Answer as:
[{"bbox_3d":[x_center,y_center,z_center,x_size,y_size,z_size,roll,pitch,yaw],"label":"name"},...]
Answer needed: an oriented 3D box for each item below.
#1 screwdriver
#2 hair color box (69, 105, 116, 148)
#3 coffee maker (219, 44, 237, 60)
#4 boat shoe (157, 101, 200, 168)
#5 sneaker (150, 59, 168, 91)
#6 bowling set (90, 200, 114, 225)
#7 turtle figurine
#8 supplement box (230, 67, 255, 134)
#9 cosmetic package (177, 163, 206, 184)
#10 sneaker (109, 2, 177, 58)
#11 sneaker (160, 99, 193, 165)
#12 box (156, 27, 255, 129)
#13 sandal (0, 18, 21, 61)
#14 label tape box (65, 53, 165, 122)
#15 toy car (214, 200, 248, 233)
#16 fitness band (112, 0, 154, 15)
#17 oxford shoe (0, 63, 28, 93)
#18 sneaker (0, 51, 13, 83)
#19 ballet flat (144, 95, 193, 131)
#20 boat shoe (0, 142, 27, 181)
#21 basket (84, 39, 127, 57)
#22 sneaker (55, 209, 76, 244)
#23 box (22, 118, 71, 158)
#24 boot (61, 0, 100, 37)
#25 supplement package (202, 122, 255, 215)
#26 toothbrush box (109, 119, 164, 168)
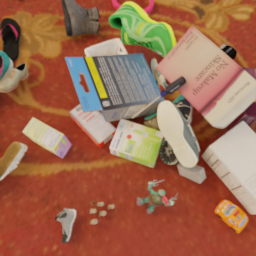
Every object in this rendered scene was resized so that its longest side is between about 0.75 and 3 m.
[{"bbox_3d":[0.772,-0.794,7.728,1.933,0.281,0.270,-34,62,25],"label":"screwdriver"},{"bbox_3d":[-1.118,-0.142,8.984,0.745,0.449,1.467,-40,74,-16],"label":"hair color box"},{"bbox_3d":[3.375,-2.395,9.980,0.958,0.645,0.920,-37,93,-14],"label":"coffee maker"},{"bbox_3d":[1.402,0.107,7.610,0.611,0.720,1.979,-40,108,-45],"label":"boat shoe"},{"bbox_3d":[1.123,-1.845,9.702,0.590,0.444,1.261,-9,70,12],"label":"sneaker"},{"bbox_3d":[-0.846,2.260,7.883,0.834,0.447,0.580,-33,87,-25],"label":"bowling set"},{"bbox_3d":[0.761,1.902,7.688,0.876,1.170,0.589,52,38,13],"label":"turtle figurine"},{"bbox_3d":[4.651,-0.783,8.769,2.668,1.377,1.747,3,68,2],"label":"supplement box"},{"bbox_3d":[1.826,1.261,8.098,0.347,0.411,0.769,-40,38,-27],"label":"cosmetic package"},{"bbox_3d":[0.452,-2.954,9.036,1.248,1.107,2.988,-36,57,-12],"label":"sneaker"},{"bbox_3d":[1.529,0.130,8.487,0.773,0.860,1.993,17,91,38],"label":"sneaker"},{"bbox_3d":[2.239,-1.349,7.782,1.535,1.308,2.401,-48,66,20],"label":"box"},{"bbox_3d":[-4.425,-3.413,10.451,0.740,0.444,1.972,-13,67,-3],"label":"sandal"},{"bbox_3d":[-0.482,-1.270,8.794,2.723,0.862,1.963,-10,67,-27],"label":"label tape box"},{"bbox_3d":[3.454,2.171,7.875,1.900,0.632,0.932,-26,69,-10],"label":"toy car"},{"bbox_3d":[0.188,-5.074,11.298,1.707,0.319,1.226,20,70,10],"label":"fitness band"},{"bbox_3d":[-3.845,-1.693,9.287,0.500,0.521,1.413,21,44,3],"label":"oxford shoe"},{"bbox_3d":[-4.779,-1.557,8.924,1.152,1.664,2.755,13,69,10],"label":"sneaker"},{"bbox_3d":[1.517,-0.513,9.053,2.138,0.725,0.805,-35,102,-4],"label":"ballet flat"},{"bbox_3d":[-3.576,1.098,8.420,0.535,0.524,1.511,44,94,22],"label":"boat shoe"},{"bbox_3d":[-0.740,-2.395,9.801,1.311,0.809,0.889,-22,67,-8],"label":"basket"},{"bbox_3d":[-1.782,2.628,7.595,0.526,0.342,0.910,24,68,-27],"label":"sneaker"},{"bbox_3d":[-2.422,0.321,8.474,1.134,0.997,0.548,28,74,13],"label":"box"},{"bbox_3d":[-1.786,-4.444,10.553,1.351,0.716,2.053,-9,92,-8],"label":"boot"},{"bbox_3d":[3.338,1.147,7.870,1.271,1.275,2.173,-35,72,-7],"label":"supplement package"},{"bbox_3d":[0.275,0.477,8.625,1.424,0.613,1.037,18,70,10],"label":"toothbrush box"}]
